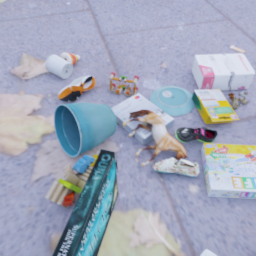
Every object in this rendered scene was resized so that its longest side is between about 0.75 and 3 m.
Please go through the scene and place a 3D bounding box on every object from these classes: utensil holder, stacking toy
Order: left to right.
[{"bbox_3d":[-2.809,-2.478,11.446,0.874,0.743,0.743,31,54,22],"label":"utensil holder"},{"bbox_3d":[-2.415,-2.950,12.087,0.685,0.685,0.937,28,34,24],"label":"stacking toy"}]

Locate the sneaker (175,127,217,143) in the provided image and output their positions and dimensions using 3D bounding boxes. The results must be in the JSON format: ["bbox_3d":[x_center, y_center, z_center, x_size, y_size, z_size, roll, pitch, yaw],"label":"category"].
[{"bbox_3d":[2.162,0.162,8.848,1.434,0.601,0.550,1,64,-16],"label":"sneaker"}]

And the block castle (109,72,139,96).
[{"bbox_3d":[-0.161,-1.691,10.685,1.118,0.747,0.525,10,45,8],"label":"block castle"}]

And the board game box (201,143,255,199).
[{"bbox_3d":[3.480,1.243,8.150,2.446,0.419,1.644,2,47,2],"label":"board game box"}]

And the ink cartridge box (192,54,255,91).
[{"bbox_3d":[3.706,-2.204,11.103,1.988,0.823,1.456,-3,47,-3],"label":"ink cartridge box"}]

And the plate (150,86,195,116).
[{"bbox_3d":[1.666,-1.100,10.496,1.706,0.218,1.706,0,48,0],"label":"plate"}]

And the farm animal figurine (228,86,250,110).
[{"bbox_3d":[4.031,-1.085,10.318,0.876,0.441,0.708,-26,84,-26],"label":"farm animal figurine"}]

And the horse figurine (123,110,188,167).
[{"bbox_3d":[0.761,0.212,8.773,1.472,0.554,2.222,-23,67,-4],"label":"horse figurine"}]

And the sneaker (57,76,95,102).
[{"bbox_3d":[-2.043,-1.491,10.686,1.619,0.613,0.745,-34,32,-30],"label":"sneaker"}]

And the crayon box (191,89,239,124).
[{"bbox_3d":[3.037,-0.686,9.892,1.036,0.425,1.647,-4,46,-13],"label":"crayon box"}]

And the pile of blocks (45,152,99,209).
[{"bbox_3d":[-1.223,1.337,7.671,0.663,0.876,2.134,16,46,36],"label":"pile of blocks"}]

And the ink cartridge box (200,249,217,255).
[{"bbox_3d":[1.896,3.867,4.920,2.341,0.724,2.887,-33,37,-28],"label":"ink cartridge box"}]

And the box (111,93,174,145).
[{"bbox_3d":[0.448,-0.361,9.694,1.419,0.375,1.820,-32,56,-27],"label":"box"}]

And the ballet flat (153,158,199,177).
[{"bbox_3d":[1.421,1.101,8.193,1.368,0.437,0.517,8,24,0],"label":"ballet flat"}]

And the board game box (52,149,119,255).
[{"bbox_3d":[-0.845,2.184,6.235,0.407,1.954,2.889,11,49,12],"label":"board game box"}]

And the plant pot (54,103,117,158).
[{"bbox_3d":[-1.247,-0.067,8.688,1.513,1.611,1.611,-16,47,-38],"label":"plant pot"}]
